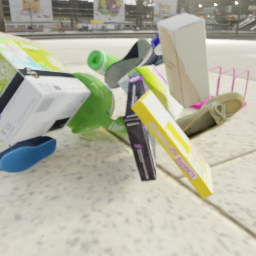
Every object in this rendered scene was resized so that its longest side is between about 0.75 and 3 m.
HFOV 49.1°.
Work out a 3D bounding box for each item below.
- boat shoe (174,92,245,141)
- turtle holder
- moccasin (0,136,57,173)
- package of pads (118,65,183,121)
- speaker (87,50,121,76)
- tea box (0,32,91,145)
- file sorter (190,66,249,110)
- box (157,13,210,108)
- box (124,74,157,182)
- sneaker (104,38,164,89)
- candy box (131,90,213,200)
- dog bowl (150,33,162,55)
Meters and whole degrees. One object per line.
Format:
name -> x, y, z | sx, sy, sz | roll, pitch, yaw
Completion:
boat shoe -> 2.285, -0.213, 8.144 | 2.344, 0.855, 0.737 | -26, 29, 21
turtle holder -> -1.215, -0.888, 9.880 | 2.693, 2.046, 1.912 | 6, 9, 22
moccasin -> -2.886, 0.699, 7.797 | 0.714, 0.843, 2.094 | 20, 15, 20
package of pads -> 0.967, -1.129, 10.087 | 0.963, 2.181, 2.823 | -38, 0, 23
speaker -> -0.797, -2.797, 12.726 | 1.002, 1.002, 2.265 | 17, 5, 36
tea box -> -2.968, -1.199, 8.033 | 2.582, 1.753, 2.624 | 43, 18, 8
file sorter -> 3.761, -1.858, 12.653 | 2.758, 1.730, 1.917 | 18, 29, 36
box -> 1.674, -1.958, 8.275 | 0.949, 2.440, 1.159 | -22, 34, -7
box -> 0.348, -0.097, 7.295 | 0.453, 1.795, 2.511 | -11, 30, 8
sneaker -> 0.401, -2.658, 11.948 | 2.801, 1.065, 2.024 | -35, -7, 36
candy box -> 0.901, 0.261, 5.410 | 0.282, 2.139, 1.093 | -37, 5, 19
dog bowl -> 1.451, -3.193, 10.137 | 1.261, 0.497, 1.261 | -28, -2, -1
